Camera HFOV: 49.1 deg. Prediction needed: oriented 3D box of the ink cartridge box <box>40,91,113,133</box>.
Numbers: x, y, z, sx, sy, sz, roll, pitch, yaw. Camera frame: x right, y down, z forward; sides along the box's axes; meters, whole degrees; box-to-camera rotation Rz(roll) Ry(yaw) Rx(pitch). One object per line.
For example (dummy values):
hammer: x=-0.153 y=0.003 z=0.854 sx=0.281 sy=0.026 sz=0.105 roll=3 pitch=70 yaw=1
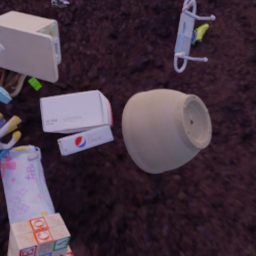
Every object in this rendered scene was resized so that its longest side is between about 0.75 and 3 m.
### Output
ink cartridge box: x=-1.078 y=-0.305 z=6.384 sx=1.266 sy=1.728 sz=0.715 roll=-8 pitch=88 yaw=2

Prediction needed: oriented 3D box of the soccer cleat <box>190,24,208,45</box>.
soccer cleat: x=2.783 y=-3.671 z=11.042 sx=1.151 sy=0.372 sz=0.481 roll=-41 pitch=102 yaw=-20

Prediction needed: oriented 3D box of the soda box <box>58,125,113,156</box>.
soda box: x=-0.811 y=0.234 z=5.346 sx=0.984 sy=0.335 sz=0.313 roll=-18 pitch=92 yaw=-23

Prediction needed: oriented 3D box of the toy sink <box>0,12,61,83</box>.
toy sink: x=-2.756 y=-2.419 z=8.256 sx=2.118 sy=1.381 sz=1.187 roll=17 pitch=42 yaw=16

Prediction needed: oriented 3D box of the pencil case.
pencil case: x=-2.363 y=1.519 z=6.683 sx=1.040 sy=0.953 sz=2.292 roll=-27 pitch=55 yaw=0

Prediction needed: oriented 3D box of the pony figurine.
pony figurine: x=-3.408 y=0.369 z=6.655 sx=1.549 sy=1.336 sz=1.604 roll=11 pitch=54 yaw=36

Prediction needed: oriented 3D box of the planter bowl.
planter bowl: x=1.018 y=-0.016 z=6.367 sx=1.991 sy=1.340 sz=1.991 roll=15 pitch=68 yaw=-43

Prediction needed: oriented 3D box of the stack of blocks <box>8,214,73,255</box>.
stack of blocks: x=-1.536 y=2.468 z=4.999 sx=1.090 sy=1.893 sz=0.554 roll=-4 pitch=30 yaw=-36

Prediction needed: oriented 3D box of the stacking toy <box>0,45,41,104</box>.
stacking toy: x=-2.967 y=-0.888 z=5.914 sx=1.649 sy=2.187 sz=0.514 roll=-42 pitch=69 yaw=-4

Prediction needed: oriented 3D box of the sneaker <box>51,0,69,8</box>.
sneaker: x=-2.363 y=-4.290 z=9.466 sx=0.362 sy=0.898 sz=0.375 roll=-30 pitch=98 yaw=20

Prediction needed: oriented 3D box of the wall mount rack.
wall mount rack: x=1.554 y=-2.334 z=6.985 sx=0.717 sy=1.670 sz=1.922 roll=16 pitch=105 yaw=35

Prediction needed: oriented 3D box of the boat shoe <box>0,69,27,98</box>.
boat shoe: x=-4.065 y=-2.196 z=10.091 sx=0.791 sy=0.789 sz=2.193 roll=12 pitch=67 yaw=5
